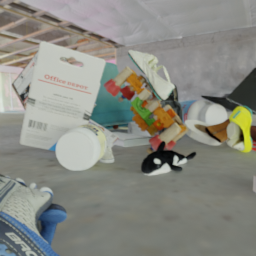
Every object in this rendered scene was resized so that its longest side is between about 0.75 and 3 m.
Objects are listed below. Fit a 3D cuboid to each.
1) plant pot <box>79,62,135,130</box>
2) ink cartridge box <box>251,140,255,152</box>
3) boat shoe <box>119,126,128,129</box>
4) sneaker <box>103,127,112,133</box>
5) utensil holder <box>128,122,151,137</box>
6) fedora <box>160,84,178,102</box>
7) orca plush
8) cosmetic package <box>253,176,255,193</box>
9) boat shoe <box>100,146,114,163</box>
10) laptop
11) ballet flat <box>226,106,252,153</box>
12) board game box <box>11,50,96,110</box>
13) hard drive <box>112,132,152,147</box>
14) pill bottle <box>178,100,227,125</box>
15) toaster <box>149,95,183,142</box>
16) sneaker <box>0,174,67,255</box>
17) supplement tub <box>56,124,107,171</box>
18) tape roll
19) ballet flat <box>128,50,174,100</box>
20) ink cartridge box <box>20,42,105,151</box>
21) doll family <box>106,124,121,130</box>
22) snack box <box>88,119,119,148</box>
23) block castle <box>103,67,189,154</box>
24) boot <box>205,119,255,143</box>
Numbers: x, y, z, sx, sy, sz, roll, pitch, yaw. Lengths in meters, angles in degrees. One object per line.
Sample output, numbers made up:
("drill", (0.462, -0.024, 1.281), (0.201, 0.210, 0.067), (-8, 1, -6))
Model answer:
("plant pot", (-1.268, -1.352, 12.628), (2.993, 2.812, 2.993), (-8, -2, 0))
("ink cartridge box", (4.852, 0.177, 9.209), (2.388, 0.599, 1.937), (-9, 6, -4))
("boat shoe", (-0.772, -0.243, 15.387), (2.155, 0.675, 0.788), (-2, 6, -3))
("sneaker", (-1.204, 0.083, 11.781), (1.402, 0.634, 0.466), (4, 7, 33))
("utensil holder", (0.482, 0.090, 11.335), (0.860, 0.731, 0.731), (-4, 6, -15))
("fedora", (1.771, -1.127, 12.197), (0.689, 1.508, 1.508), (-3, 5, 2))
("orca plush", (0.911, 0.597, 6.247), (1.708, 0.607, 0.898), (-4, 6, -35))
("cosmetic package", (2.443, 0.930, 4.450), (0.763, 0.271, 0.401), (0, 5, -2))
("boat shoe", (-0.566, 0.633, 7.172), (0.347, 0.341, 0.978), (-1, 10, -9))
("laptop", (4.598, -1.424, 11.256), (2.100, 1.300, 2.243), (18, 1, -29))
("ballet flat", (2.990, 0.185, 7.664), (0.639, 1.908, 0.637), (-39, 49, -12))
("board game box", (-2.991, -1.320, 11.101), (2.189, 2.746, 1.330), (-40, -18, 25))
("hard drive", (-0.289, 0.396, 10.337), (1.363, 0.276, 2.066), (-4, 7, -40))
("pill bottle", (2.995, -0.480, 12.697), (1.566, 1.566, 2.879), (-2, 5, -25))
("toaster", (1.276, -0.308, 9.938), (0.976, 1.718, 1.110), (-7, 6, -21))
("sneaker", (-1.222, 0.854, 2.263), (1.230, 1.112, 2.887), (9, 7, -35))
("supplement tub", (-1.020, 0.421, 6.301), (0.943, 0.943, 1.300), (1, 5, 6))
("tape roll", (2.667, 0.146, 9.987), (1.480, 0.270, 1.480), (14, 24, -6))
("ballet flat", (0.755, -1.793, 8.678), (0.735, 2.118, 0.735), (-24, -26, -13))
("ink cartridge box", (-1.716, -0.780, 7.270), (1.603, 2.763, 0.937), (13, 26, -16))
("doll family", (-1.320, -0.171, 12.914), (1.962, 0.770, 1.134), (-18, 28, -12))
("snack box", (-1.013, 0.171, 8.722), (1.575, 0.192, 0.566), (30, 62, 37))
("block castle", (0.492, -0.452, 8.286), (1.192, 2.541, 1.698), (-43, -14, 16))
("boot", (3.567, 0.177, 9.337), (1.523, 0.522, 1.434), (-17, 47, -32))
